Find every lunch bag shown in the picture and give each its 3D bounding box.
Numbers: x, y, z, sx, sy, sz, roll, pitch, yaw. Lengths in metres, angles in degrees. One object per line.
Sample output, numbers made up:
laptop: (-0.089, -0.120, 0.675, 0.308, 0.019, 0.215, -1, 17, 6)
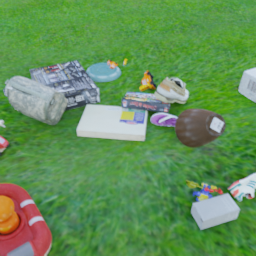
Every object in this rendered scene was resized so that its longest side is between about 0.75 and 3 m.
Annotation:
lunch bag: (-3.264, -1.028, 9.906, 1.814, 1.521, 1.264, 22, 75, 8)

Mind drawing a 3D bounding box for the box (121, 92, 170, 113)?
box: (0.765, -1.062, 11.333, 1.862, 0.351, 1.271, 7, 21, 9)

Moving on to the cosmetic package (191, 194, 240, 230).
cosmetic package: (2.309, 2.224, 7.473, 1.109, 0.500, 0.592, -13, 40, -11)

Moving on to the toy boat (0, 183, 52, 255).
toy boat: (-2.914, 2.178, 6.655, 1.545, 1.548, 2.368, -25, 45, -27)

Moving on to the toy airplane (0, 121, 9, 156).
toy airplane: (-4.807, 0.325, 9.395, 1.391, 0.986, 1.397, -19, 45, -15)

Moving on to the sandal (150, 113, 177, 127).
sandal: (1.473, -0.243, 10.414, 1.303, 0.530, 0.320, 7, 28, 10)

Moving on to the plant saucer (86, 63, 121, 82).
plant saucer: (-1.240, -2.808, 13.880, 1.764, 0.242, 1.764, 0, 38, 0)

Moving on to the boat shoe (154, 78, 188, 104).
boat shoe: (1.912, -1.509, 11.118, 0.903, 0.827, 2.417, 34, 23, 20)

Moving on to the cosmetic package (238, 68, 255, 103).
cosmetic package: (6.524, -2.067, 12.321, 2.939, 1.088, 1.494, -17, 42, -22)

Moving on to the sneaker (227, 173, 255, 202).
sneaker: (3.517, 1.754, 8.173, 1.259, 0.443, 0.589, -15, 61, -23)

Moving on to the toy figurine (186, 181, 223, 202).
toy figurine: (2.040, 1.892, 7.764, 1.029, 0.617, 0.543, 16, 6, -4)

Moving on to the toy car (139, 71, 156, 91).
toy car: (0.709, -2.017, 12.132, 0.610, 0.899, 1.833, -22, 0, 19)

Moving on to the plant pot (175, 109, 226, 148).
plant pot: (2.449, -0.042, 9.072, 1.363, 1.363, 1.458, -14, 0, -16)

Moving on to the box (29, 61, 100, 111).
box: (-2.845, -1.875, 12.308, 2.327, 0.734, 2.950, -17, 42, -20)

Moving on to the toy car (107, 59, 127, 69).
toy car: (-0.541, -2.849, 12.432, 1.006, 0.493, 0.335, -9, 62, 52)

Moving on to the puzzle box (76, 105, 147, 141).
puzzle box: (-0.536, -0.219, 10.603, 2.492, 0.317, 1.658, 5, 39, 6)
